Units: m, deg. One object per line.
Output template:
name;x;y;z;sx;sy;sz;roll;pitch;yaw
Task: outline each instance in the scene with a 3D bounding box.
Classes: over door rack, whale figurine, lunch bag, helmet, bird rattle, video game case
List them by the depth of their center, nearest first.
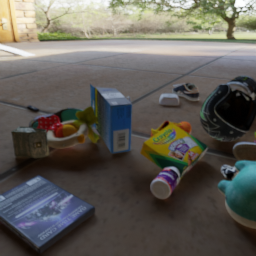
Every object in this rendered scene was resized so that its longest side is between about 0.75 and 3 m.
whale figurine;3.129;1.357;6.834;1.782;1.162;2.240;2;29;18
video game case;-2.182;1.962;6.868;2.276;0.216;1.626;18;29;34
lunch bag;-3.223;0.492;9.379;1.116;0.916;0.656;3;19;9
bird rattle;-2.229;0.061;9.998;2.336;1.316;1.905;-2;26;-1
helmet;3.607;-0.455;10.349;1.999;1.906;1.999;25;1;0
over door rack;-0.812;-0.945;13.005;1.700;0.566;1.256;-37;38;-23

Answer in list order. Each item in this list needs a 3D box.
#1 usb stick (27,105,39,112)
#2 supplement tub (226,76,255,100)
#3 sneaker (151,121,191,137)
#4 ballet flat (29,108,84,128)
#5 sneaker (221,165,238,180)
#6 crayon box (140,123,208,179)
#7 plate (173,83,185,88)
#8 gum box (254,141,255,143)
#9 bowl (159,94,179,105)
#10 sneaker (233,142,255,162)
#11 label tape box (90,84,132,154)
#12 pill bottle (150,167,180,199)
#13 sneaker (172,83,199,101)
usb stick;-4.659;-0.947;13.732;0.850;0.139;0.236;21;30;39
supplement tub;5.363;-1.628;13.502;1.567;1.567;2.558;15;28;32
sneaker;1.696;0.096;10.422;0.809;0.855;2.216;18;27;38
ballet flat;-2.857;-0.308;11.420;2.486;0.894;0.894;-16;28;-35
sneaker;3.175;1.336;8.152;0.860;0.343;0.560;4;27;8
crayon box;1.473;0.683;8.832;1.468;0.496;1.701;35;41;23
plate;3.476;-2.551;17.439;1.023;0.165;1.021;-15;26;-30
gum box;4.802;0.523;9.704;0.799;0.264;0.453;-27;15;23
bowl;2.173;-1.531;14.790;1.053;0.394;1.055;2;25;6
sneaker;4.470;0.731;8.956;2.221;0.778;1.205;11;28;11
label tape box;-0.674;-0.463;10.300;0.790;1.799;2.495;-9;28;-20
pill bottle;1.044;1.449;7.603;0.563;0.563;1.001;12;26;27
sneaker;3.248;-2.143;15.710;0.799;0.809;2.037;-14;26;-27
